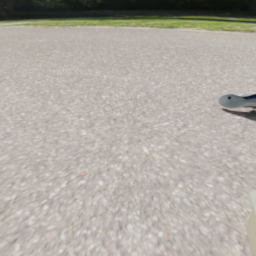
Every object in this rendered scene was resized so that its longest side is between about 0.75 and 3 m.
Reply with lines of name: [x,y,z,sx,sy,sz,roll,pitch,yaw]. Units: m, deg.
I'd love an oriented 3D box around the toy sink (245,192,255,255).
toy sink: [3.118,2.203,5.914,0.979,0.842,1.503,3,33,6]

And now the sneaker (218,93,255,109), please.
sneaker: [5.108,-1.105,12.463,1.924,0.703,1.076,3,-6,41]
